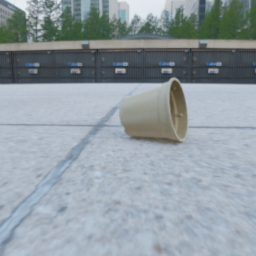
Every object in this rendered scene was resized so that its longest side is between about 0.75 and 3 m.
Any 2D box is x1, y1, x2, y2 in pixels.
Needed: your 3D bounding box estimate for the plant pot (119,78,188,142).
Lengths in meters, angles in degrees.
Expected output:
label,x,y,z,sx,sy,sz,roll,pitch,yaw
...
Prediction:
label,x,y,z,sx,sy,sz,roll,pitch,yaw
plant pot,0.745,-0.437,8.516,1.707,1.864,1.864,-7,7,27
